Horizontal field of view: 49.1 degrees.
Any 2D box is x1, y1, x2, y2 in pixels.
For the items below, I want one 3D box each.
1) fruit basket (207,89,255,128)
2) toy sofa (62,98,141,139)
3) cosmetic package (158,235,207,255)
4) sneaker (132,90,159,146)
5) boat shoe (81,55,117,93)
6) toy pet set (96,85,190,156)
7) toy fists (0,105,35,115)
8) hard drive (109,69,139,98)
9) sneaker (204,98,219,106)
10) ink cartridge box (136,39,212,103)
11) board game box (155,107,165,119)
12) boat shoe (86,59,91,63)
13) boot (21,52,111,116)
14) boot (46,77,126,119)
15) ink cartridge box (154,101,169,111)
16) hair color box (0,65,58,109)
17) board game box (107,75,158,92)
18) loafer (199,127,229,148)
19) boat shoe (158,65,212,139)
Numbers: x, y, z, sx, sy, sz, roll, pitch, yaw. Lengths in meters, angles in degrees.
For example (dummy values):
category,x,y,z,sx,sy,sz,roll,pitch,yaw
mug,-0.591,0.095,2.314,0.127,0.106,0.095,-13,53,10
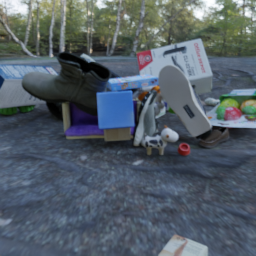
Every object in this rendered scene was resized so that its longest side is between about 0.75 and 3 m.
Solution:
category,x,y,z,sx,sy,sz,roll,pitch,yaw
fruit basket,3.765,-0.595,9.763,2.158,1.092,2.330,5,22,45
toy sofa,-0.804,-0.345,9.212,2.605,1.079,1.271,-1,17,-2
cosmetic package,0.510,1.848,3.280,0.482,0.571,1.105,10,19,33
sneaker,0.589,-0.253,7.996,0.676,1.704,0.630,11,18,-4
boat shoe,-1.162,-1.718,9.658,0.655,1.838,0.641,-40,-5,-16
toy pet set,0.405,-0.615,7.926,2.487,1.414,2.664,-4,45,-3
toy fists,-4.701,-0.881,11.794,1.499,0.515,0.764,-13,24,-38
hard drive,-0.463,-1.855,12.751,1.760,0.552,2.609,32,-4,-7
sneaker,3.972,-1.161,13.000,0.852,0.322,0.392,4,22,15
ink cartridge box,1.692,-2.074,10.412,2.477,1.787,1.037,-11,-28,6
board game box,0.335,-0.727,11.547,2.039,0.353,1.287,11,21,30
boat shoe,-1.332,-1.849,9.074,0.293,0.793,0.271,-3,-25,6
boot,-1.885,-1.550,8.320,2.976,1.944,1.008,18,59,6
boot,-1.689,-1.129,10.905,2.266,1.141,3.031,-20,13,-37
ink cartridge box,1.366,-1.220,12.201,1.508,0.750,0.296,15,18,27
hair color box,-4.126,-1.647,11.038,0.877,1.449,2.898,47,26,14
board game box,0.100,-1.463,8.990,1.491,0.273,1.128,-10,17,-10
loafer,2.543,0.249,8.336,1.185,0.420,0.433,-21,27,-33
boat shoe,1.668,-0.824,8.470,0.892,2.389,1.108,-27,9,15
